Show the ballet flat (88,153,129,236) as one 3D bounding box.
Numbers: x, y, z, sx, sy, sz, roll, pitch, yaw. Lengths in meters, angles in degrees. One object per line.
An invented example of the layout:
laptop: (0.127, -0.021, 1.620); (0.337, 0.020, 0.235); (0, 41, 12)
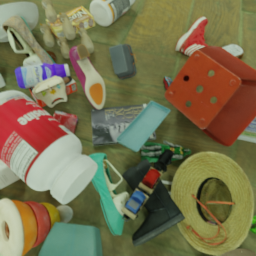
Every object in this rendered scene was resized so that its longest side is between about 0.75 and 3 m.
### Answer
ballet flat: (-0.484, 1.845, 8.121); (0.872, 0.834, 2.476); (-26, 81, 9)

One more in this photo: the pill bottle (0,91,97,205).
pill bottle: (-2.207, 0.480, 6.869); (2.849, 1.599, 1.599); (37, 62, 13)

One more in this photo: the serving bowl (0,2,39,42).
serving bowl: (-5.299, -4.501, 12.423); (2.983, 2.983, 0.981); (-24, 102, -16)

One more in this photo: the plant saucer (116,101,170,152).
plant saucer: (0.578, -0.074, 9.841); (0.854, 0.232, 2.442); (28, 49, 18)

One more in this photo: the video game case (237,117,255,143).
video game case: (4.908, -0.188, 10.454); (2.011, 0.222, 1.830); (13, 55, 8)

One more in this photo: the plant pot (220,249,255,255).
plant pot: (2.842, 4.009, 6.553); (2.140, 2.140, 1.867); (-8, 36, -6)

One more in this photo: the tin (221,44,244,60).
tin: (4.507, -3.338, 12.678); (1.579, 0.330, 0.884); (-22, 53, -15)

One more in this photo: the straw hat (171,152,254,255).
straw hat: (2.591, 2.116, 8.114); (1.169, 2.762, 2.762); (11, 43, -41)

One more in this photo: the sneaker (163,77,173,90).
sneaker: (1.688, -1.816, 11.371); (0.409, 0.339, 0.855); (2, 43, -8)

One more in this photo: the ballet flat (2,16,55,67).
ballet flat: (-3.981, -3.021, 11.272); (2.979, 1.014, 1.002); (55, 50, -9)

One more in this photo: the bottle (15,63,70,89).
bottle: (-3.270, -2.062, 10.808); (1.962, 0.640, 0.819); (-12, 100, -11)

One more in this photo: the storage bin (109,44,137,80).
storage bin: (-0.211, -2.710, 11.254); (1.003, 0.925, 1.378); (-12, 94, 16)

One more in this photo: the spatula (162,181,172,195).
spatula: (0.917, 2.051, 8.934); (1.482, 0.119, 1.031); (10, 53, 4)

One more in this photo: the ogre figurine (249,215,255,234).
ogre figurine: (3.917, 2.881, 8.133); (0.953, 0.467, 0.571); (24, 75, 34)

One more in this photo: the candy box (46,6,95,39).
candy box: (-2.836, -5.179, 13.815); (2.060, 0.570, 1.189); (-29, 59, -19)

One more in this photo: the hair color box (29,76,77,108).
hair color box: (-2.993, -1.555, 11.250); (1.661, 0.509, 0.843); (-30, 58, -20)

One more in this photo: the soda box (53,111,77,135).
soda box: (-2.169, 0.559, 8.822); (0.726, 0.657, 2.073); (12, 96, -13)

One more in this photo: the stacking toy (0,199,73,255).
stacking toy: (-2.342, 2.484, 7.446); (2.103, 1.537, 1.537); (-2, 45, -46)

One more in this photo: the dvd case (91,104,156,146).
dvd case: (-0.219, -0.151, 10.414); (2.261, 0.181, 1.681); (-5, 52, -4)

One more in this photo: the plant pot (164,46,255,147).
plant pot: (2.746, -1.121, 9.118); (2.627, 2.630, 2.317); (46, 26, 28)

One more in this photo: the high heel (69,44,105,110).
high heel: (-1.631, -1.910, 10.829); (0.850, 2.524, 1.211); (-29, 15, -21)

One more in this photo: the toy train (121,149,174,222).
toy train: (0.643, 1.540, 8.049); (0.482, 0.647, 2.825); (32, 47, 11)

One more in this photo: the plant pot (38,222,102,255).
plant pot: (-1.371, 3.496, 6.694); (1.577, 1.576, 2.232); (6, 67, 4)

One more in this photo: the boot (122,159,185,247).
boot: (0.420, 2.164, 8.372); (1.748, 0.696, 2.121); (-22, 63, -22)

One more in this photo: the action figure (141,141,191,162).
action figure: (1.286, 0.797, 9.540); (1.693, 0.463, 1.000); (1, 50, 0)

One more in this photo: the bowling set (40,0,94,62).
bowling set: (-3.157, -3.999, 12.227); (2.080, 2.988, 1.604); (-34, 55, 15)

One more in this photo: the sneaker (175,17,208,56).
sneaker: (3.323, -4.064, 12.977); (1.341, 0.910, 2.322); (37, 74, 14)

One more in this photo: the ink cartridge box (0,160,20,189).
ink cartridge box: (-4.704, 1.357, 8.841); (2.129, 0.882, 1.563); (-28, 52, -20)

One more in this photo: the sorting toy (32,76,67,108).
sorting toy: (-2.827, -1.287, 10.538); (1.153, 1.038, 0.616); (-24, 37, -4)

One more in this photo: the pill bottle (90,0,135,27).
pill bottle: (-0.714, -6.251, 14.111); (1.365, 1.365, 2.346); (30, 59, 20)

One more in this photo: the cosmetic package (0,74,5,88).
cosmetic package: (-6.106, -2.087, 11.131); (1.600, 1.320, 1.319); (-39, 63, -24)
